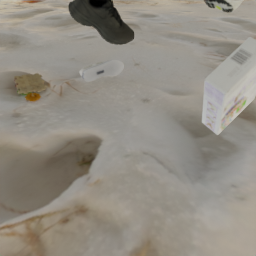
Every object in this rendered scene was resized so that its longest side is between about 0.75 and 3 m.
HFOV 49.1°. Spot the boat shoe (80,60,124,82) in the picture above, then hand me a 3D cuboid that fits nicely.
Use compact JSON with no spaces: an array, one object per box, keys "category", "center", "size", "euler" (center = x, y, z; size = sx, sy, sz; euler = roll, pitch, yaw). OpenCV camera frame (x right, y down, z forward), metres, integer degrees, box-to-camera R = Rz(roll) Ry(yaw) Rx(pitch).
[{"category":"boat shoe","center":[-1.115,-2.472,11.789],"size":[1.898,0.683,0.624],"euler":[-25,45,-20]}]

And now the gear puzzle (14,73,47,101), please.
[{"category":"gear puzzle","center":[-3.685,-1.511,10.695],"size":[1.079,0.273,2.084],"euler":[-13,38,-22]}]

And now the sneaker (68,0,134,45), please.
[{"category":"sneaker","center":[-0.775,-4.054,10.344],"size":[2.716,1.233,1.031],"euler":[20,56,-32]}]

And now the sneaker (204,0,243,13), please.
[{"category":"sneaker","center":[2.210,-3.169,6.626],"size":[0.588,0.533,1.384],"euler":[-41,48,6]}]

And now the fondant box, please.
[{"category":"fondant box","center":[2.020,-0.721,5.426],"size":[1.201,1.665,0.485],"euler":[-43,62,-9]}]
